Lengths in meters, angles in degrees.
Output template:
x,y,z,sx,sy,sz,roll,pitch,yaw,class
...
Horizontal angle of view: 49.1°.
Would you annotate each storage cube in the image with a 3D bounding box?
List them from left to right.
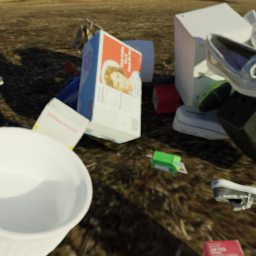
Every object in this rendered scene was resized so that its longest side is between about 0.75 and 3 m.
x,y,z,sx,sy,sz,roll,pitch,yaw,class
1.329,-1.058,10.075,0.771,0.733,0.857,-4,50,-7,storage cube

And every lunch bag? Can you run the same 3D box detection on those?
x,y,z,sx,sy,sz,roll,pitch,yaw,class
-1.137,-0.996,9.026,2.410,1.594,1.637,-31,1,-42,lunch bag

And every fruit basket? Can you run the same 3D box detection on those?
x,y,z,sx,sy,sz,roll,pitch,yaw,class
0.879,0.860,6.367,0.830,0.896,0.420,13,67,22,fruit basket

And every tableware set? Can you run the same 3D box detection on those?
x,y,z,sx,sy,sz,roll,pitch,yaw,class
-1.521,-2.927,9.522,0.411,1.355,2.050,5,26,-28,tableware set

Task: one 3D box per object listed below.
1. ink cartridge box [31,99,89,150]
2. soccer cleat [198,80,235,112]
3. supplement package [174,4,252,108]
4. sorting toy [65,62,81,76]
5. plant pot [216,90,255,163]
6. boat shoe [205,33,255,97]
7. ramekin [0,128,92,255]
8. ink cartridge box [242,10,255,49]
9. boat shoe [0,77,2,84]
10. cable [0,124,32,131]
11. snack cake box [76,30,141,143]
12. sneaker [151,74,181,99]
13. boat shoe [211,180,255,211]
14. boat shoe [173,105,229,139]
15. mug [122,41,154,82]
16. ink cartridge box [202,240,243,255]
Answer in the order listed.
x,y,z,sx,sy,sz,roll,pitch,yaw,class
-1.585,0.152,6.112,0.928,1.279,0.533,34,22,-11,ink cartridge box
3.210,-0.960,8.123,2.398,0.810,0.972,-25,61,-3,soccer cleat
2.477,-2.066,8.778,1.644,2.811,1.649,-15,47,-3,supplement package
-1.815,-1.599,10.892,2.315,1.116,0.392,36,21,22,sorting toy
3.424,-0.179,6.848,1.774,1.995,2.000,34,10,-17,plant pot
2.550,-1.439,6.169,0.928,0.807,2.517,-30,38,-2,boat shoe
-1.896,1.155,4.838,2.303,1.123,2.303,22,31,-14,ramekin
4.176,-2.269,8.208,2.038,0.510,1.640,32,39,-29,ink cartridge box
-3.511,-1.205,6.356,0.497,0.411,1.328,18,15,41,boat shoe
-3.656,0.489,8.307,1.465,0.456,1.795,16,35,12,cable
-0.493,-1.090,7.784,1.553,2.700,0.907,19,-26,-36,snack cake box
2.069,-1.692,11.704,2.678,0.804,1.397,-23,37,-26,sneaker
1.789,1.125,4.493,1.030,0.380,0.352,22,51,-26,boat shoe
2.587,-0.071,8.707,2.463,0.822,0.906,16,46,-4,boat shoe
-0.046,-2.608,10.861,1.822,1.534,2.078,0,21,-3,mug
1.490,2.532,4.102,0.564,0.981,1.351,-2,30,1,ink cartridge box
